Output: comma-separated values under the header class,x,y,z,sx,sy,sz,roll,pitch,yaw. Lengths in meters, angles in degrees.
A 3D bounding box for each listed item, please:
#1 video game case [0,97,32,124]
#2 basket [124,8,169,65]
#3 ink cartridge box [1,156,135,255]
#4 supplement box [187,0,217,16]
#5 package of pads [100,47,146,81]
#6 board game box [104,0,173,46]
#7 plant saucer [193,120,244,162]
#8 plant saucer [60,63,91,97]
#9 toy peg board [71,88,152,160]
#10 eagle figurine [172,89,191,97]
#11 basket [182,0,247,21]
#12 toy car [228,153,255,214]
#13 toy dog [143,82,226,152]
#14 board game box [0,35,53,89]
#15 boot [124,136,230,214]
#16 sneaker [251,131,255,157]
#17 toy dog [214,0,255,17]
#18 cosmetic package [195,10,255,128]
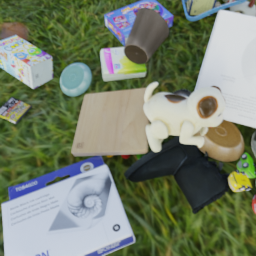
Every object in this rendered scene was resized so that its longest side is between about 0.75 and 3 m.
class,x,y,z,sx,sy,sz,roll,pitch,yaw
video game case,-3.865,-0.599,9.475,0.804,0.113,0.889,23,51,7
basket,0.593,-3.171,10.031,1.480,1.116,1.642,39,62,-26
ink cartridge box,-1.615,1.978,6.892,2.824,0.575,2.830,-21,47,-9
supplement box,3.121,-5.435,11.874,1.065,1.066,0.716,3,58,1
package of pads,-0.209,-2.443,10.523,1.621,0.553,1.253,-6,59,-5
board game box,0.439,-4.525,11.817,2.396,0.536,1.611,-27,61,-16
plant saucer,2.816,0.190,8.697,1.848,0.327,1.848,9,47,-10
plant saucer,-1.903,-1.739,9.836,1.262,0.227,1.262,-4,76,18
toy peg board,-0.340,0.039,8.822,2.245,1.103,2.254,-4,55,16
eagle figurine,1.512,-0.446,8.959,1.363,1.034,1.029,-42,75,-15
basket,3.297,-6.071,11.697,2.577,2.033,2.923,-19,77,7
toy car,3.367,1.474,7.902,1.948,0.434,1.833,43,36,-18
toy dog,1.511,-0.434,7.212,1.974,1.914,1.377,-12,12,34
board game box,-3.755,-2.405,10.130,1.894,0.993,0.976,32,49,18
boot,1.422,1.418,7.829,2.509,0.929,2.056,-29,73,-17
sneaker,4.233,0.743,8.027,0.880,1.354,2.345,6,59,5
toy dog,4.703,-5.395,11.924,1.784,1.303,2.705,-30,62,-17
cosmetic package,3.687,-1.645,8.450,2.882,2.891,1.777,17,17,10
